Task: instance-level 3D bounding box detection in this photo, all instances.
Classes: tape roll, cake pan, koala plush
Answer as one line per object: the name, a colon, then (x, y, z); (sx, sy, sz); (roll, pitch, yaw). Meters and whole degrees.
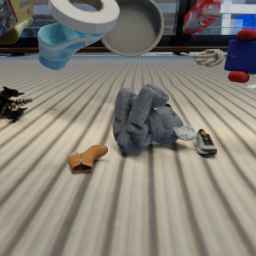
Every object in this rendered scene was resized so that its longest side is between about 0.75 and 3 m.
tape roll: (-1.254, -3.501, 8.132); (2.042, 0.373, 2.042); (10, 51, -12)
cake pan: (0.087, -3.574, 9.908); (2.315, 2.315, 0.425); (1, -5, 2)
koala plush: (0.592, -0.056, 6.221); (1.578, 1.450, 1.399); (14, -5, -32)

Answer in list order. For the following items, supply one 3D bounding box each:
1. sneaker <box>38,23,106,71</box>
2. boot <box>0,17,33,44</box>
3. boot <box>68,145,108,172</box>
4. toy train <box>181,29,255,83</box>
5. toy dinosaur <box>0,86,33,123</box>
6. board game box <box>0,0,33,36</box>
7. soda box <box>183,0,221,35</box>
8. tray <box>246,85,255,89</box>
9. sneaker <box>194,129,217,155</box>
sneaker: (-1.931, -2.752, 9.308); (2.447, 0.973, 1.598); (-25, -15, -34)
boot: (-3.615, -2.757, 7.457); (1.831, 0.660, 1.416); (4, 38, 0)
boot: (-0.724, 0.602, 5.310); (0.809, 0.298, 0.626); (-16, 20, -10)
toy train: (2.477, -1.433, 5.947); (2.380, 1.007, 1.377); (14, 10, 29)
toy dinosaur: (-3.850, -0.726, 8.593); (1.351, 1.017, 1.991); (-6, 32, 38)
board game box: (-1.936, -2.045, 4.241); (0.295, 1.153, 1.702); (20, 39, -1)
soda box: (2.413, -3.707, 9.318); (0.576, 0.636, 1.817); (6, 1, -9)
tray: (6.346, -2.095, 14.170); (0.760, 0.084, 0.408); (-13, 21, -36)
sneaker: (1.657, 0.307, 6.062); (0.363, 0.390, 0.983); (1, 19, -4)
